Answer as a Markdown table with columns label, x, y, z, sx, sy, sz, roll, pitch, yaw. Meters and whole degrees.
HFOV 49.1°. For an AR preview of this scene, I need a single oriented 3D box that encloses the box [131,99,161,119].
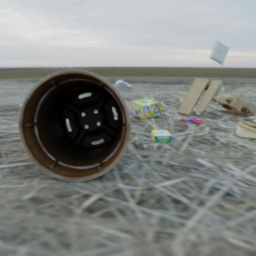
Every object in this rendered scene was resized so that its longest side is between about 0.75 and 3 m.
| label | x | y | z | sx | sy | sz | roll | pitch | yaw |
| --- | --- | --- | --- | --- | --- | --- | --- | --- | --- |
| box | 0.906 | -0.990 | 14.158 | 1.080 | 0.684 | 1.122 | -14 | 23 | -28 |

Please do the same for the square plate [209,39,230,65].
| label | x | y | z | sx | sy | sz | roll | pitch | yaw |
| --- | --- | --- | --- | --- | --- | --- | --- | --- | --- |
| square plate | 4.460 | -3.645 | 13.551 | 0.967 | 0.958 | 0.138 | 18 | 6 | -28 |

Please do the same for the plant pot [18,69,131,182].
| label | x | y | z | sx | sy | sz | roll | pitch | yaw |
| --- | --- | --- | --- | --- | --- | --- | --- | --- | --- |
| plant pot | -1.182 | -0.165 | 7.650 | 2.595 | 2.595 | 2.569 | 1 | 6 | 2 |

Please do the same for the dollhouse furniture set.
| label | x | y | z | sx | sy | sz | roll | pitch | yaw |
| --- | --- | --- | --- | --- | --- | --- | --- | --- | --- |
| dollhouse furniture set | 4.666 | -0.930 | 14.759 | 2.628 | 2.141 | 2.499 | 33 | -4 | -30 |

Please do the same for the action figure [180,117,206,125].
| label | x | y | z | sx | sy | sz | roll | pitch | yaw |
| --- | --- | --- | --- | --- | --- | --- | --- | --- | --- |
| action figure | 2.945 | -0.330 | 12.700 | 1.151 | 0.297 | 0.377 | 11 | 15 | 30 |

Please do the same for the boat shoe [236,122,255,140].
| label | x | y | z | sx | sy | sz | roll | pitch | yaw |
| --- | --- | --- | --- | --- | --- | --- | --- | --- | --- |
| boat shoe | 4.799 | 0.111 | 10.068 | 1.765 | 0.610 | 0.651 | 9 | 16 | 34 |

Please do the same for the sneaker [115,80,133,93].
| label | x | y | z | sx | sy | sz | roll | pitch | yaw |
| --- | --- | --- | --- | --- | --- | --- | --- | --- | --- |
| sneaker | -0.228 | -1.235 | 8.025 | 0.440 | 0.280 | 0.773 | 39 | 12 | 28 |

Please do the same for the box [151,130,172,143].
| label | x | y | z | sx | sy | sz | roll | pitch | yaw |
| --- | --- | --- | --- | --- | --- | --- | --- | --- | --- |
| box | 1.184 | 0.272 | 10.190 | 0.629 | 0.259 | 1.071 | 0 | 12 | -4 |
